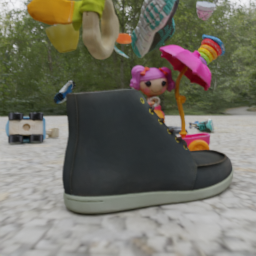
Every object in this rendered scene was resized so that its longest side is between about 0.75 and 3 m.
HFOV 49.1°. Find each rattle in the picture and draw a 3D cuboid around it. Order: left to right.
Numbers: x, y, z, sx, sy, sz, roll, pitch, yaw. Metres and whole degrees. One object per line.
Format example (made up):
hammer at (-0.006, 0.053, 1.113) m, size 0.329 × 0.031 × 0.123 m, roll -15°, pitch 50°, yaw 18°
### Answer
rattle at (-1.203, -2.873, 8.438) m, size 2.083 × 1.898 × 2.916 m, roll -13°, pitch 7°, yaw 14°

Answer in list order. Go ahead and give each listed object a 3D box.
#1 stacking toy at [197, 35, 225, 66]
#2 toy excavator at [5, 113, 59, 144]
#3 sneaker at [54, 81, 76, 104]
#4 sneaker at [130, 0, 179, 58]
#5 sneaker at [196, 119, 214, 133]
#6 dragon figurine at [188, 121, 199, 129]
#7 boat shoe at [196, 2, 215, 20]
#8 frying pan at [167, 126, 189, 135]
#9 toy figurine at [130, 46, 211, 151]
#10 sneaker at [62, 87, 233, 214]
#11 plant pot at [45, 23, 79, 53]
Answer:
stacking toy at (2.579, -2.408, 9.674) m, size 0.784 × 1.428 × 0.829 m, roll 36°, pitch -7°, yaw 42°
toy excavator at (-3.366, 0.069, 10.087) m, size 1.946 × 0.999 × 2.001 m, roll 0°, pitch -5°, yaw -24°
sneaker at (-2.388, -1.326, 10.542) m, size 0.395 × 1.054 × 0.457 m, roll 46°, pitch -7°, yaw -21°
sneaker at (0.803, -2.625, 6.975) m, size 0.981 × 0.834 × 2.151 m, roll -20°, pitch -9°, yaw -23°
sneaker at (3.803, -0.030, 13.882) m, size 0.835 × 0.710 × 1.830 m, roll -15°, pitch -4°, yaw 15°
dragon figurine at (4.151, -0.183, 16.453) m, size 1.498 × 0.441 × 0.745 m, roll -5°, pitch 7°, yaw -44°
boat shoe at (1.597, -2.390, 5.766) m, size 0.373 × 0.331 × 1.014 m, roll 23°, pitch 31°, yaw 17°
frying pan at (1.928, 0.088, 13.540) m, size 1.453 × 0.391 × 2.401 m, roll -1°, pitch 7°, yaw -21°
toy figurine at (0.713, -0.421, 5.680) m, size 2.597 × 2.390 × 1.949 m, roll -1°, pitch 4°, yaw -4°
sneaker at (0.461, 0.187, 3.744) m, size 2.668 × 1.417 × 0.998 m, roll -3°, pitch 5°, yaw -33°
plant pot at (-2.348, -3.302, 10.420) m, size 1.238 × 0.879 × 1.238 m, roll -13°, pitch 11°, yaw 3°
